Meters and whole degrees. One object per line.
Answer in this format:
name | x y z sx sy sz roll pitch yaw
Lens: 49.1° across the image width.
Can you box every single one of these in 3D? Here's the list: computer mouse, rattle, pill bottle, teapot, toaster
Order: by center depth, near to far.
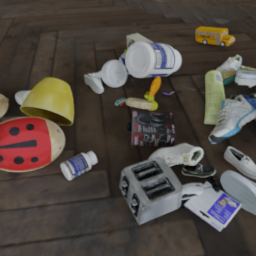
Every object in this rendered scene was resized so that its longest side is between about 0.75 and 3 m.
toaster | 0.754 1.903 8.663 1.737 1.031 1.571 -16 46 -18
computer mouse | 2.115 1.901 8.799 1.392 0.305 0.763 -20 23 13
pill bottle | -1.674 1.263 9.655 1.157 0.643 0.643 -27 49 -26
rattle | 0.334 -1.464 11.690 1.299 1.425 1.995 -18 25 -30
pill bottle | 1.332 -3.232 13.433 1.592 1.592 2.867 33 29 31
teapot | -0.776 -2.611 13.644 1.023 1.400 1.382 5 56 53

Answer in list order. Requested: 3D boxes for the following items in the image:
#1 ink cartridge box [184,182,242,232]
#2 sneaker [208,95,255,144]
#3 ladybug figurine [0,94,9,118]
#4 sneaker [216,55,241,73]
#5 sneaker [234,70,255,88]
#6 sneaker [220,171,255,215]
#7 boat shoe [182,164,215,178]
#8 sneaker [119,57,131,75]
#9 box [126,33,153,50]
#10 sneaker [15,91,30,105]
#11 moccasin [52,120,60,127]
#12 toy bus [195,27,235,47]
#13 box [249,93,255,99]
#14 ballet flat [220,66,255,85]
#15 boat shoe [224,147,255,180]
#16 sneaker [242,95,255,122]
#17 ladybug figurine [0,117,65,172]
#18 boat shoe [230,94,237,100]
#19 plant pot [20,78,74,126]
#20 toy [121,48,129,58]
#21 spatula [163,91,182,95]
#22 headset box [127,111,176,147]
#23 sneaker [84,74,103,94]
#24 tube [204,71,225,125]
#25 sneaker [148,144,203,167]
ink cartridge box | 2.585 2.425 8.634 1.298 0.282 1.286 -33 51 -33
sneaker | 3.852 -0.409 10.890 2.901 1.088 1.257 -32 90 -37
ladybug figurine | -5.875 -0.776 11.693 1.829 0.658 1.241 -26 91 -19
sneaker | 5.221 -3.246 14.609 1.751 0.707 0.670 -30 51 -28
sneaker | 5.853 -2.263 13.164 1.975 0.699 0.721 4 38 -15
sneaker | 4.090 2.152 8.590 2.597 0.949 0.920 38 46 23
boat shoe | 2.418 1.435 9.592 1.132 0.383 0.407 1 45 9
sneaker | 0.483 -3.282 14.492 2.189 0.900 0.809 -7 44 -9
box | 0.738 -4.499 15.688 0.771 0.927 2.255 -20 39 -18
sneaker | -3.939 -1.410 12.365 2.362 0.954 0.904 8 45 13
moccasin | -3.347 -0.071 11.244 1.237 0.477 0.452 -16 48 -17
toy bus | 5.179 -5.473 16.770 0.745 0.897 2.290 -31 37 -30
box | 6.535 -1.174 12.529 1.760 0.405 1.399 -18 45 -19
ballet flat | 5.456 -2.727 13.934 2.057 0.727 0.727 -16 44 -9
boat shoe | 4.049 1.219 9.816 0.556 0.494 1.510 -33 51 -31
sneaker | 5.470 -0.885 11.848 0.766 0.852 2.071 -13 44 -20
ladybug figurine | -3.507 0.564 9.477 2.793 1.896 1.005 -11 3 -22
boat shoe | 4.633 -1.140 12.546 0.372 0.335 1.052 16 45 18
plant pot | -2.968 -1.089 10.915 2.016 2.016 1.431 10 74 11
toy | 0.228 -3.903 15.460 0.878 0.360 1.525 -45 44 11
spatula | 2.121 -1.658 13.274 0.981 0.101 0.277 -12 27 -16
headset box | 0.871 0.022 10.984 1.847 0.713 1.374 3 42 1
sneaker | -1.543 -2.215 13.573 0.648 0.615 1.610 -19 46 -27
tube | 3.850 -1.288 12.431 0.846 0.757 2.914 -25 43 36
sneaker | 1.655 1.018 9.599 1.885 0.695 1.090 -21 12 -22
